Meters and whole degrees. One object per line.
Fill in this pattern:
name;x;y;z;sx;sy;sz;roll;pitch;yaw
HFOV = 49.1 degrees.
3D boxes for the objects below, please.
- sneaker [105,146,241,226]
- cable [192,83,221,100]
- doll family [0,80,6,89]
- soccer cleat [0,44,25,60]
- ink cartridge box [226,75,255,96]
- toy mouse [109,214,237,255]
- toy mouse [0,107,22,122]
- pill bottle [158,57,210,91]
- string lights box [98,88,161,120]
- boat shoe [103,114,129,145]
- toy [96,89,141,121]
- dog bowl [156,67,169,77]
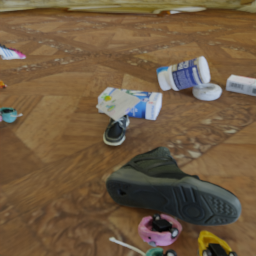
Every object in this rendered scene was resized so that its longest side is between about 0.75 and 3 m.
sneaker;1.019;1.085;5.913;2.736;1.046;1.567;3;30;34
cable;3.189;-1.483;11.352;1.125;0.390;1.125;-6;29;-12
doll family;-5.653;-1.835;11.973;0.840;0.379;0.522;-22;36;-34
soccer cleat;-3.190;-1.977;7.541;0.288;0.356;0.825;43;18;33
ink cartridge box;5.426;-2.012;12.180;1.750;0.614;2.153;17;38;28
toy mouse;0.678;2.064;4.637;2.126;0.463;2.392;8;13;-18
toy mouse;-4.287;-0.285;9.054;1.895;0.413;2.132;2;19;6
pill bottle;2.241;-2.125;11.399;1.895;1.053;1.053;-12;22;28
string lights box;0.079;-0.892;10.058;2.067;0.610;1.062;8;30;14
boat shoe;-0.367;-0.101;8.681;0.666;0.627;1.855;7;31;7
toy;-0.283;-0.642;8.518;0.927;0.380;1.610;-41;35;-9
dog bowl;2.262;-2.394;12.864;1.934;0.479;1.078;3;30;5
